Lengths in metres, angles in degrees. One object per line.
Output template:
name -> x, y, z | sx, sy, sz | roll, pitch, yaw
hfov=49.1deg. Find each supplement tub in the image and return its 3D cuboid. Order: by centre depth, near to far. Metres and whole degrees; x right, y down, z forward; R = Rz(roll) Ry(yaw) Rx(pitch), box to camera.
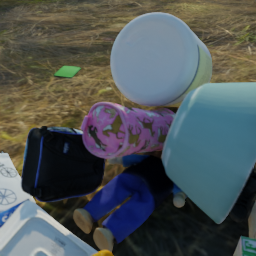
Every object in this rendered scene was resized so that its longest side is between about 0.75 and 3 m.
supplement tub -> 1.047, -1.602, 7.386 | 2.080, 2.080, 2.869 | 19, 11, 23

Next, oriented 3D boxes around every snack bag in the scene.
snack bag -> -2.940, 1.078, 5.452 | 1.749, 0.199, 1.855 | 4, 30, -46

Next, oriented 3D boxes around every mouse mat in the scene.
mouse mat -> -2.300, -2.150, 10.657 | 0.754, 0.035, 0.938 | 9, 36, 12

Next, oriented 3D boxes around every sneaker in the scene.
sneaker -> 2.319, 1.220, 5.469 | 0.368, 0.640, 1.226 | 31, 39, 12

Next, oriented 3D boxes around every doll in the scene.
doll -> 0.233, 1.132, 5.657 | 1.884, 0.669, 2.761 | 32, 47, 31

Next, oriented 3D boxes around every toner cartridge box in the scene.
toner cartridge box -> -2.225, 1.826, 4.739 | 1.393, 0.662, 0.301 | -25, 42, -30

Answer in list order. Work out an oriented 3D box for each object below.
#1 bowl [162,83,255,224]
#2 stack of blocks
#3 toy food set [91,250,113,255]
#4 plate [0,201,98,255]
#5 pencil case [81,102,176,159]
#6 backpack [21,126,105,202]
bowl -> 1.522, 0.217, 5.094 | 1.350, 2.582, 2.582 | 24, 42, 19
stack of blocks -> 2.303, 2.129, 4.378 | 1.160, 0.590, 2.015 | 10, 38, 13
toy food set -> -0.044, 2.305, 3.701 | 0.757, 1.681, 0.803 | -33, 37, 25
plate -> -1.164, 1.884, 3.647 | 1.555, 0.252, 1.558 | 38, 37, -2
pencil case -> 0.198, 0.029, 5.913 | 1.118, 1.070, 2.585 | -20, -10, 31
backpack -> -1.287, 0.660, 5.602 | 1.520, 1.391, 1.117 | 6, 3, -42
